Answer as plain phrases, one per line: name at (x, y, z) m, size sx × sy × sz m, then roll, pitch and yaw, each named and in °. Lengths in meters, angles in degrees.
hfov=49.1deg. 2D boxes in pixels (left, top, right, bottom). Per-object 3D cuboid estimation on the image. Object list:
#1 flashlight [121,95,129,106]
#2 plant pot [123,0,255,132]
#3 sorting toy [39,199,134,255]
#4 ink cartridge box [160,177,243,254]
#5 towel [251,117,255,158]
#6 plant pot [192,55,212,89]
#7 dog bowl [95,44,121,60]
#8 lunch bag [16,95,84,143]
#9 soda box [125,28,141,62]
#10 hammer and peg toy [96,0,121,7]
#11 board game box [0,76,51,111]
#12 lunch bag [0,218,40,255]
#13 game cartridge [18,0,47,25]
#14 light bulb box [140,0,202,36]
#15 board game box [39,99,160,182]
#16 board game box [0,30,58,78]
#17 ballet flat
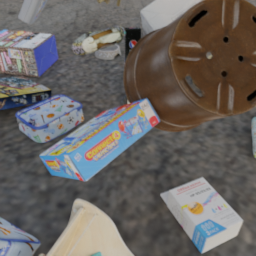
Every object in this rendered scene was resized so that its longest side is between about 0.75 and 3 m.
flashlight at (0.582, -1.506, 10.373) m, size 0.950 × 0.954 × 2.806 m, roll 30°, pitch 39°, yaw -1°
plant pot at (1.210, -1.054, 5.037) m, size 2.290 × 2.290 × 2.267 m, roll -7°, pitch 1°, yaw -10°
sorting toy at (-0.552, 2.778, 4.415) m, size 2.223 × 1.319 × 2.469 m, roll 21°, pitch 40°, yaw 14°
ink cartridge box at (1.536, 1.751, 6.230) m, size 0.965 × 0.569 × 1.677 m, roll -16°, pitch 39°, yaw -21°
towel at (4.674, 0.402, 8.135) m, size 2.010 × 0.484 × 1.720 m, roll 10°, pitch 37°, yaw 13°
plant pot at (3.474, -2.269, 11.235) m, size 1.648 × 1.107 × 1.648 m, roll -1°, pitch 37°, yaw 0°
dog bowl at (-1.016, -3.837, 13.965) m, size 1.329 × 0.390 × 1.329 m, roll 1°, pitch 37°, yaw 0°
lunch bag at (-2.538, -0.366, 8.985) m, size 1.962 × 0.741 × 1.572 m, roll -30°, pitch 44°, yaw -35°
soda box at (0.157, -2.518, 9.320) m, size 0.544 × 1.538 × 0.487 m, roll -1°, pitch 25°, yaw -2°
hammer and peg toy at (-0.853, -4.568, 8.807) m, size 0.651 × 1.357 × 1.846 m, roll -41°, pitch 79°, yaw -17°
board game box at (-4.331, -1.228, 9.773) m, size 1.814 × 0.463 × 2.677 m, roll 27°, pitch 28°, yaw 31°
lunch bag at (-2.914, 1.879, 5.011) m, size 2.544 × 2.038 × 0.961 m, roll 21°, pitch 71°, yaw 23°
game cartridge at (-2.644, -3.930, 8.327) m, size 0.450 × 1.444 × 2.169 m, roll 22°, pitch 34°, yaw -18°
light bulb box at (1.647, -3.300, 8.787) m, size 2.133 × 2.152 × 1.343 m, roll -33°, pitch 85°, yaw 4°
board game box at (-0.607, 0.221, 5.402) m, size 1.824 × 0.510 × 1.786 m, roll -38°, pitch 14°, yaw -29°
board game box at (-4.848, -3.391, 12.593) m, size 2.630 × 1.274 × 2.097 m, roll 8°, pitch 37°, yaw 11°
ballet flat at (-0.821, -2.431, 7.812) m, size 1.599 × 0.575 × 0.575 m, roll -20°, pitch 38°, yaw 0°
